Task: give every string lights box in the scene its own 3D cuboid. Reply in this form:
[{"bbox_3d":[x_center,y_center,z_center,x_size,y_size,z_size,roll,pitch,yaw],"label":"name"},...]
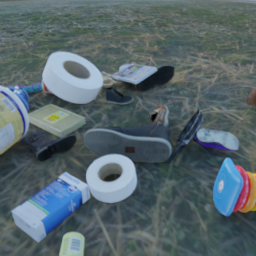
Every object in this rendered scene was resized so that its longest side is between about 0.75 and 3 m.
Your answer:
[{"bbox_3d":[-1.935,1.970,7.254,0.914,0.525,1.779,21,38,31],"label":"string lights box"}]

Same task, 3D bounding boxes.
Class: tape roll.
[{"bbox_3d":[-2.483,-2.299,12.756,2.619,0.916,2.619,23,36,-18],"label":"tape roll"},{"bbox_3d":[-0.469,1.407,7.956,1.403,0.491,1.403,-6,40,5],"label":"tape roll"}]

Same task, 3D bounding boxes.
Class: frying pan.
[{"bbox_3d":[2.014,0.208,9.328,0.389,1.446,2.390,33,28,1],"label":"frying pan"}]

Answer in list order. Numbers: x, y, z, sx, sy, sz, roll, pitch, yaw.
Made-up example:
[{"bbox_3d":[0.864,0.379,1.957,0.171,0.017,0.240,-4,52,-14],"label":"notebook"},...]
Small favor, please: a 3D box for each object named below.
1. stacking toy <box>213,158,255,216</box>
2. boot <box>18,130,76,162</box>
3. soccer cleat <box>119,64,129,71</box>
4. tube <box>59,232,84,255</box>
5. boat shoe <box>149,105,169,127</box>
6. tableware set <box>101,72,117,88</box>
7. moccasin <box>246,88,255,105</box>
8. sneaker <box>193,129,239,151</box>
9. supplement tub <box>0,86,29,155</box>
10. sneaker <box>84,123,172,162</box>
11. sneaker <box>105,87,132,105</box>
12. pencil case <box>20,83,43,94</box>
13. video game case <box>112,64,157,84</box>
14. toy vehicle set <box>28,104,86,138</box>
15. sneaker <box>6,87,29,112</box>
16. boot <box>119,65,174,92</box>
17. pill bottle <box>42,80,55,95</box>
[{"bbox_3d":[3.463,1.715,7.306,2.209,1.213,1.282,11,22,-3],"label":"stacking toy"},{"bbox_3d":[-2.814,0.408,9.753,1.644,0.569,1.432,-25,40,-30],"label":"boot"},{"bbox_3d":[0.285,-3.279,15.640,1.578,0.551,0.681,3,7,2],"label":"soccer cleat"},{"bbox_3d":[-1.221,3.062,5.604,0.500,0.558,1.925,38,24,-24],"label":"tube"},{"bbox_3d":[1.161,-0.470,10.852,0.628,0.663,1.750,28,28,-13],"label":"boat shoe"},{"bbox_3d":[-1.912,-2.467,14.689,2.585,0.300,2.159,-13,34,-20],"label":"tableware set"},{"bbox_3d":[6.044,-1.307,12.320,2.255,0.825,0.870,-3,27,-35],"label":"moccasin"},{"bbox_3d":[2.966,0.443,9.640,1.591,0.791,0.553,16,70,-7],"label":"sneaker"},{"bbox_3d":[-4.811,0.144,8.662,2.157,2.157,2.966,11,34,18],"label":"supplement tub"},{"bbox_3d":[0.040,0.394,9.551,2.860,1.070,1.519,9,24,6],"label":"sneaker"},{"bbox_3d":[-0.442,-1.459,12.596,1.269,0.674,0.475,3,34,16],"label":"sneaker"},{"bbox_3d":[-4.694,-1.903,13.612,1.007,0.465,0.429,-16,32,-23],"label":"pencil case"},{"bbox_3d":[0.291,-2.729,13.994,1.409,0.177,1.967,-36,35,-23],"label":"video game case"},{"bbox_3d":[-2.905,-0.333,11.232,2.098,0.278,1.304,22,38,31],"label":"toy vehicle set"},{"bbox_3d":[-4.774,-1.334,12.392,0.856,0.770,2.082,-18,40,-35],"label":"sneaker"},{"bbox_3d":[0.982,-2.843,14.742,2.600,1.007,1.798,-22,33,-33],"label":"boot"},{"bbox_3d":[-3.160,-1.986,13.310,1.679,0.920,0.920,12,34,18],"label":"pill bottle"}]
